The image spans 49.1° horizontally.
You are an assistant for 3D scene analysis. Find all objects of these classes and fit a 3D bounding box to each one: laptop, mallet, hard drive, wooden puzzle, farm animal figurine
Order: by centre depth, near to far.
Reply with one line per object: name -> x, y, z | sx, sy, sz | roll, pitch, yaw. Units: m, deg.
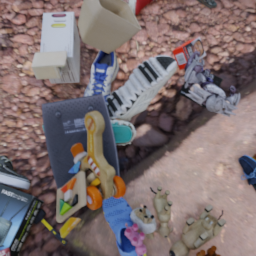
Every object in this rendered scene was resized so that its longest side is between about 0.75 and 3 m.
wooden puzzle -> -1.427, 1.689, 6.860 | 1.120, 0.194, 1.661 | -43, 40, 21
farm animal figurine -> 1.220, 2.865, 7.658 | 2.497, 1.255, 2.016 | 18, 44, 11
mallet -> -2.298, 2.954, 8.090 | 0.429, 0.268, 1.302 | -39, 74, -15
hard drive -> -1.345, 0.562, 8.279 | 1.951, 0.612, 2.893 | -10, 97, -2
laptop -> 2.646, -1.509, 10.170 | 1.135, 0.661, 1.280 | 30, 44, 12

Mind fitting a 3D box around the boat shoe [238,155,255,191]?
boat shoe -> 3.891, 1.563, 8.465 | 0.555, 0.681, 1.618 | -29, 67, -17

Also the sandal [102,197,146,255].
sandal -> -0.103, 2.789, 7.789 | 0.854, 0.936, 2.150 | -25, 67, -9

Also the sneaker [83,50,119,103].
sneaker -> -1.017, -1.584, 9.559 | 1.041, 1.219, 2.765 | 7, 66, 5

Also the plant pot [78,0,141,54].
plant pot -> -0.762, -3.335, 8.889 | 1.542, 1.367, 1.544 | 15, 43, -38

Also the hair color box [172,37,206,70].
hair color box -> 2.030, -2.464, 9.217 | 1.371, 0.420, 0.696 | -41, 112, -44

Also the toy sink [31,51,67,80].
toy sink -> -2.354, -1.929, 8.676 | 1.028, 0.576, 0.670 | -4, 54, 3

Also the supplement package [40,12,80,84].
supplement package -> -2.354, -2.817, 9.947 | 1.082, 1.520, 1.951 | -4, 67, -2

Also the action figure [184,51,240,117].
action figure -> 1.887, -1.026, 6.711 | 1.463, 0.780, 2.249 | 34, 25, -21

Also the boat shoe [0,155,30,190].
boat shoe -> -3.960, 1.194, 8.536 | 2.317, 0.835, 0.822 | 19, 69, 9

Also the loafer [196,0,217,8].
loafer -> 3.291, -5.362, 11.755 | 0.985, 0.310, 0.354 | 32, 70, 13

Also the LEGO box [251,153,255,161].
LEGO box -> 5.025, 1.216, 8.545 | 1.539, 0.797, 2.067 | -37, 71, -15

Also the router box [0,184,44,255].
router box -> -3.867, 2.474, 7.881 | 2.358, 0.733, 1.767 | 15, 66, 14

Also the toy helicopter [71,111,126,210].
toy helicopter -> -0.893, 0.709, 7.093 | 0.961, 2.436, 1.611 | -16, 29, -37

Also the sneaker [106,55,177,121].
sneaker -> 0.472, -1.199, 8.912 | 2.728, 1.106, 1.025 | -39, 53, 21

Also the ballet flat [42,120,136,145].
ballet flat -> -1.212, 0.099, 9.032 | 2.924, 1.049, 1.049 | 5, 66, -2

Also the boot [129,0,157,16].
boot -> 1.257, -5.516, 11.485 | 2.020, 1.014, 2.800 | 20, 64, 7
